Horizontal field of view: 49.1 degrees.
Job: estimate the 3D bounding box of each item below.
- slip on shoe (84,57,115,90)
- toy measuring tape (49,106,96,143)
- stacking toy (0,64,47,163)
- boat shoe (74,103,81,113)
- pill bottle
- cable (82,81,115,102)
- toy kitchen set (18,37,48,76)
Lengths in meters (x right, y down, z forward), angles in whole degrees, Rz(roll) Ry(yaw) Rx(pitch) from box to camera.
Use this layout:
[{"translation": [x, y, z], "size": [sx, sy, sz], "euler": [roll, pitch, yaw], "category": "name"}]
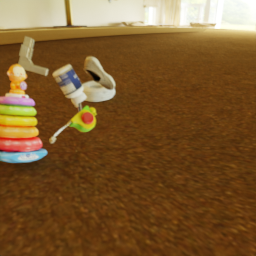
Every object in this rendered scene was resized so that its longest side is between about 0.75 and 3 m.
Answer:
[{"translation": [-0.997, -1.734, 9.650], "size": [0.616, 1.622, 0.491], "euler": [4, 63, 26], "category": "slip on shoe"}, {"translation": [-1.460, 0.004, 8.075], "size": [0.654, 0.654, 1.778], "euler": [15, 44, 28], "category": "toy measuring tape"}, {"translation": [-3.286, -0.455, 8.239], "size": [1.534, 2.795, 1.622], "euler": [6, 3, 35], "category": "stacking toy"}, {"translation": [-1.903, -0.908, 10.457], "size": [0.244, 0.779, 0.277], "euler": [-12, 11, -19], "category": "boat shoe"}, {"translation": [-1.968, -1.459, 9.606], "size": [0.694, 1.249, 0.694], "euler": [-24, 23, 11], "category": "pill bottle"}, {"translation": [-1.544, -1.840, 13.977], "size": [1.771, 0.613, 1.771], "euler": [-10, 27, -19], "category": "cable"}, {"translation": [-3.664, -2.843, 11.228], "size": [1.103, 1.222, 0.997], "euler": [15, 8, -11], "category": "toy kitchen set"}]
